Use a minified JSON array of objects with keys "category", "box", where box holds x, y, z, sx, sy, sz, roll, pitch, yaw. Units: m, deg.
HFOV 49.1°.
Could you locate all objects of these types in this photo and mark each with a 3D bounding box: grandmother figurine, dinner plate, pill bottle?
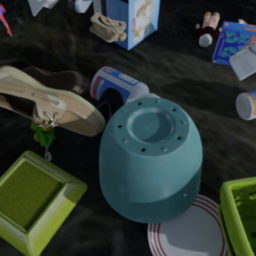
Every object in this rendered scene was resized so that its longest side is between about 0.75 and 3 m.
[{"category":"grandmother figurine","box":[3.384,-4.090,11.723,1.126,0.562,1.857,7,57,28]},{"category":"dinner plate","box":[1.602,2.748,7.152,2.219,0.269,2.219,1,55,-1]},{"category":"pill bottle","box":[-0.077,-1.062,9.208,2.142,1.202,1.202,30,61,19]},{"category":"pill bottle","box":[4.504,-0.840,9.235,1.605,0.899,0.899,-12,56,-9]}]

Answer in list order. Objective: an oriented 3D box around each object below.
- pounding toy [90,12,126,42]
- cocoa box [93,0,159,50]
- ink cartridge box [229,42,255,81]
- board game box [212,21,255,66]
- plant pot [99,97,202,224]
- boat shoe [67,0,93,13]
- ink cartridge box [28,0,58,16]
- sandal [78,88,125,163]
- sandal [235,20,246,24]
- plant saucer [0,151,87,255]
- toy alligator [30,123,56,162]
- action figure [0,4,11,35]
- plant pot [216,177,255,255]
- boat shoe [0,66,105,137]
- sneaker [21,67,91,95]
[{"category":"pounding toy","box":[-0.445,-2.824,7.603,1.237,0.710,0.707,36,54,15]},{"category":"cocoa box","box":[-0.051,-4.962,10.818,1.921,2.927,1.952,36,62,22]},{"category":"ink cartridge box","box":[2.490,-1.406,5.262,0.447,1.071,0.778,57,29,-4]},{"category":"board game box","box":[4.336,-2.963,10.277,2.089,1.589,0.470,10,55,8]},{"category":"plant pot","box":[0.575,0.627,7.226,2.886,2.316,2.886,-1,50,2]},{"category":"boat shoe","box":[-1.335,-4.029,8.465,0.550,0.580,1.660,12,58,16]},{"category":"ink cartridge box","box":[-2.328,-4.469,7.990,0.804,1.365,2.370,-4,74,-50]},{"category":"sandal","box":[-0.765,-0.095,8.369,0.908,0.511,2.388,18,82,18]},{"category":"sandal","box":[4.746,-4.523,12.150,0.896,0.257,0.343,-11,56,-7]},{"category":"plant saucer","box":[-2.709,1.841,7.592,2.332,0.559,2.335,26,59,17]},{"category":"toy alligator","box":[-2.539,0.200,8.753,0.572,0.625,2.109,9,42,-46]},{"category":"action figure","box":[-5.518,-4.533,11.989,0.702,1.065,2.151,-18,35,-8]},{"category":"plant pot","box":[3.067,2.243,6.331,1.817,1.649,1.808,-6,55,-2]},{"category":"boat shoe","box":[-2.036,-0.420,6.926,2.976,1.061,0.960,24,47,-6]},{"category":"sneaker","box":[-2.584,-1.444,9.708,2.910,1.099,1.025,10,88,29]}]
